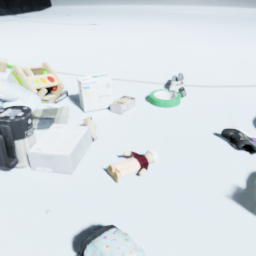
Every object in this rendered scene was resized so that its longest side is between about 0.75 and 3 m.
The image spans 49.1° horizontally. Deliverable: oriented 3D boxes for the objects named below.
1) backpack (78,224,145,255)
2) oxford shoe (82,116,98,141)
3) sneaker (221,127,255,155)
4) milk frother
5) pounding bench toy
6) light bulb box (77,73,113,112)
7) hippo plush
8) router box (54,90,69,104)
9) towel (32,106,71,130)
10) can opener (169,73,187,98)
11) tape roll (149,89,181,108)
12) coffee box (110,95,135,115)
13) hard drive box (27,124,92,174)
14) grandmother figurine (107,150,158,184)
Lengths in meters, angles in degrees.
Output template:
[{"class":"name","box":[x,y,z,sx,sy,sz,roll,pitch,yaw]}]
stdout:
[{"class":"backpack","box":[-0.236,2.384,5.137,0.998,0.757,1.196,-22,38,-37]},{"class":"oxford shoe","box":[-1.200,-0.019,9.307,0.380,0.364,1.030,-31,55,-3]},{"class":"sneaker","box":[3.555,0.401,8.912,1.380,0.523,0.604,23,42,34]},{"class":"milk frother","box":[-3.590,0.263,8.010,1.690,1.590,1.525,17,32,27]},{"class":"pounding bench toy","box":[-3.789,-1.891,10.872,2.128,1.322,1.660,52,37,9]},{"class":"light bulb box","box":[-1.326,-1.435,11.279,1.245,1.256,0.784,-12,28,-19]},{"class":"hippo plush","box":[-3.878,-0.505,9.225,2.251,1.810,1.793,23,2,-37]},{"class":"router box","box":[-3.276,-1.375,12.219,0.858,0.294,1.151,12,32,20]},{"class":"towel","box":[-2.948,-0.346,10.538,1.481,0.266,1.538,-4,32,-2]},{"class":"can opener","box":[2.322,-2.020,13.089,0.636,0.802,2.415,-19,20,17]},{"class":"tape roll","box":[1.580,-1.271,12.011,1.356,0.326,1.356,0,30,0]},{"class":"coffee box","box":[-0.203,-0.930,11.332,0.572,0.399,1.000,17,34,28]},{"class":"hard drive box","box":[-1.969,0.577,8.369,1.296,0.639,1.663,4,29,13]},{"class":"grandmother figurine","box":[0.196,1.002,7.930,1.568,0.475,0.951,-16,58,-31]}]
